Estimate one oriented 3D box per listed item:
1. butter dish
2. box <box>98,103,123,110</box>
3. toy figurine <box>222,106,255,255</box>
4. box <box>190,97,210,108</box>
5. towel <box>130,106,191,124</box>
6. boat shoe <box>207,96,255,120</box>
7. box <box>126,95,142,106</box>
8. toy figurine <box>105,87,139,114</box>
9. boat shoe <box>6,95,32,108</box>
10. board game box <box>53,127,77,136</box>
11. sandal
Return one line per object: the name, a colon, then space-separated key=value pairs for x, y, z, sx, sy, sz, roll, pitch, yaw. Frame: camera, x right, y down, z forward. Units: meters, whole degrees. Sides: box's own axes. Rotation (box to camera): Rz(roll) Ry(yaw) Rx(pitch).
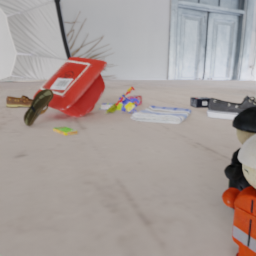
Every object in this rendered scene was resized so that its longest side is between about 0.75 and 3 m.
butter dish: x=-2.157 y=-1.475 z=12.080 sx=2.803 sy=2.072 sz=2.795 roll=19 pitch=63 yaw=42
box: x=-0.861 y=-1.060 z=13.866 sx=1.131 sy=0.270 sz=0.690 roll=2 pitch=12 yaw=5
toy figurine: x=2.226 y=0.635 z=3.190 sx=2.172 sy=1.535 sz=2.207 roll=4 pitch=13 yaw=19
box: x=3.798 y=-1.325 z=14.564 sx=0.910 sy=0.473 sz=0.828 roll=-1 pitch=11 yaw=-9
towel: x=1.475 y=-0.602 z=11.663 sx=1.985 sy=0.322 sz=2.703 roll=6 pitch=13 yaw=21
boat shoe: x=4.635 y=-0.827 z=11.194 sx=2.850 sy=0.944 sz=0.997 roll=5 pitch=14 yaw=23
box: x=0.342 y=-1.467 z=15.153 sx=0.479 sy=0.500 sz=1.004 roll=7 pitch=14 yaw=27
toy figurine: x=-0.091 y=-0.909 z=12.479 sx=1.674 sy=1.003 sz=0.883 roll=-41 pitch=14 yaw=20
boat shoe: x=-5.408 y=-1.387 z=14.535 sx=1.791 sy=0.605 sz=0.645 roll=-3 pitch=13 yaw=-13
board game box: x=-2.039 y=0.089 z=8.972 sx=0.428 sy=0.134 sz=0.897 roll=-9 pitch=18 yaw=-39
sandal: x=-3.046 y=-0.686 z=9.713 sx=0.660 sy=1.614 sz=0.441 roll=49 pitch=22 yaw=28
